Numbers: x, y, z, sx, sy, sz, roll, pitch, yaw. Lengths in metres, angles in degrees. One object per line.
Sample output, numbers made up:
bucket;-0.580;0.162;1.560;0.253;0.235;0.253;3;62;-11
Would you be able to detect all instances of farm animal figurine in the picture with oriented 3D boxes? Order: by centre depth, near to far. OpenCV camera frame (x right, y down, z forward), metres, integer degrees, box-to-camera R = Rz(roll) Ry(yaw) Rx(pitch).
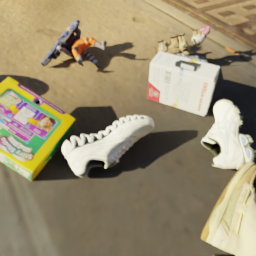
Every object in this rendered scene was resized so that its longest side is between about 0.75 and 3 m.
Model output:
farm animal figurine;2.517;-3.658;12.537;1.776;1.106;2.199;-29;19;-35

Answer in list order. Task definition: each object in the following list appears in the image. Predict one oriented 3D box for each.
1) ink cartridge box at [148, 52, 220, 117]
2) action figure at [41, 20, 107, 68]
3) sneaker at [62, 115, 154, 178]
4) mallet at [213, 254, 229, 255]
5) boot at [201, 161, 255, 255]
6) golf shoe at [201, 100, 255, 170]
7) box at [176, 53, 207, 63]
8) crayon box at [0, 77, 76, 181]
ink cartridge box;1.983;-1.613;10.303;2.312;1.685;0.957;20;49;17
action figure;-2.538;-3.423;12.737;2.607;1.410;2.695;35;82;38
sneaker;-0.459;0.566;8.698;3.000;1.127;1.216;-23;58;-12
mallet;2.124;3.495;6.308;0.416;0.260;1.265;8;50;7
boot;3.340;2.222;7.008;2.095;0.981;2.695;28;53;25
golf shoe;3.012;0.118;9.093;1.359;1.094;2.795;-6;44;2
box;2.726;-2.609;12.160;1.360;0.440;1.725;5;45;6
crayon box;-3.361;-0.032;8.683;2.619;0.764;2.260;33;56;0
